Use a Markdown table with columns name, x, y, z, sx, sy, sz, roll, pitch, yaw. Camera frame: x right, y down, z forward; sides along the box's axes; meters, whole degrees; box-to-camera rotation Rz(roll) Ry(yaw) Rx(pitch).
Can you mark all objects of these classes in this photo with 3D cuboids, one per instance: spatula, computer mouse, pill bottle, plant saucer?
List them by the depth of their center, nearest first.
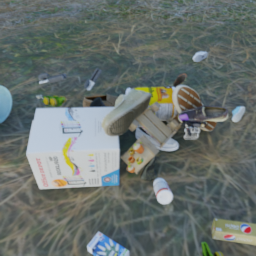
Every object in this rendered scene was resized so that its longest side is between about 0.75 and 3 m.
| name | x | y | z | sx | sy | sz | roll | pitch | yaw |
| --- | --- | --- | --- | --- | --- | --- | --- | --- | --- |
| pill bottle | 0.944 | 1.738 | 7.781 | 0.430 | 0.430 | 0.784 | -4 | 17 | -4 |
| spatula | 2.066 | -0.076 | 9.926 | 0.295 | 1.043 | 0.107 | -11 | 36 | 23 |
| computer mouse | 2.338 | 0.063 | 10.331 | 0.853 | 1.555 | 0.341 | -1 | 69 | 4 |
| pill bottle | 1.243 | -1.021 | 12.076 | 2.676 | 1.462 | 1.462 | -2 | 41 | -2 |
| plant saucer | -5.753 | -0.960 | 12.333 | 1.797 | 0.346 | 1.797 | -3 | 81 | 17 |

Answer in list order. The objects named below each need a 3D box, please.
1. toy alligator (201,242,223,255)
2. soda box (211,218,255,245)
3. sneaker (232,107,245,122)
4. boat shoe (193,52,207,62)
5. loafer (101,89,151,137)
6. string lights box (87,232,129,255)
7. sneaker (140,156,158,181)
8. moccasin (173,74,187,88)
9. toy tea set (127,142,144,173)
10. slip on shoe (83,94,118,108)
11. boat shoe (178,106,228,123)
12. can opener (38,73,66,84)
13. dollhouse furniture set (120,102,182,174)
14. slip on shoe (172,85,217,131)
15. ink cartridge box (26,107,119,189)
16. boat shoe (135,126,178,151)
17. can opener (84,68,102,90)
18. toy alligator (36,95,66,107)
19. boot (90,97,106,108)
| name | x | y | z | sx | sy | sz | roll | pitch | yaw |
| --- | --- | --- | --- | --- | --- | --- | --- | --- | --- |
| toy alligator | 2.243 | 4.008 | 7.019 | 0.720 | 0.522 | 2.172 | -7 | 49 | -8 |
| soda box | 3.162 | 3.029 | 8.147 | 1.349 | 0.457 | 0.432 | 6 | 41 | 8 |
| sneaker | 4.817 | -0.588 | 12.508 | 0.425 | 0.383 | 1.037 | 4 | 35 | 49 |
| boat shoe | 4.189 | -4.256 | 16.683 | 1.307 | 0.481 | 0.427 | -22 | 40 | -38 |
| loafer | -0.144 | -0.531 | 8.833 | 0.797 | 0.883 | 2.333 | 28 | 41 | 22 |
| string lights box | -0.559 | 3.430 | 7.789 | 1.057 | 0.312 | 0.543 | 23 | 46 | 24 |
| sneaker | 0.852 | 1.440 | 9.730 | 0.564 | 0.985 | 0.376 | 21 | 16 | -5 |
| moccasin | 2.059 | -1.870 | 10.935 | 0.302 | 0.826 | 0.319 | 42 | 63 | 9 |
| toy tea set | 0.174 | 0.888 | 8.702 | 0.610 | 0.380 | 1.026 | -27 | 35 | 25 |
| slip on shoe | -0.882 | -1.197 | 12.856 | 2.385 | 0.723 | 0.907 | -4 | 41 | -5 |
| boat shoe | 2.619 | -0.511 | 9.816 | 1.722 | 0.558 | 0.619 | -1 | 64 | 14 |
| can opener | -3.369 | -2.215 | 12.241 | 1.406 | 0.470 | 0.375 | -8 | 30 | 27 |
| dollhouse furniture set | 0.805 | 0.171 | 10.482 | 1.471 | 1.256 | 2.837 | 45 | 41 | 6 |
| slip on shoe | 2.502 | -0.763 | 11.116 | 0.860 | 2.838 | 1.079 | 25 | 87 | 51 |
| ink cartridge box | -1.731 | 0.685 | 9.542 | 2.761 | 2.032 | 1.997 | -2 | 46 | -5 |
| boat shoe | 1.121 | 0.386 | 11.114 | 1.820 | 0.595 | 0.670 | 15 | 43 | 17 |
| can opener | -1.441 | -1.985 | 11.336 | 0.268 | 0.336 | 1.006 | 28 | 83 | 16 |
| toy alligator | -2.809 | -0.964 | 10.209 | 1.587 | 0.381 | 0.526 | 10 | 23 | 40 |
| boot | -0.871 | -0.446 | 11.558 | 0.557 | 1.401 | 1.610 | -38 | 39 | 4 |
